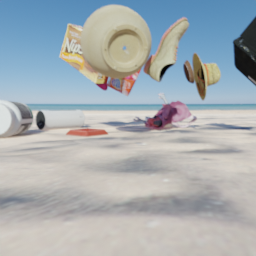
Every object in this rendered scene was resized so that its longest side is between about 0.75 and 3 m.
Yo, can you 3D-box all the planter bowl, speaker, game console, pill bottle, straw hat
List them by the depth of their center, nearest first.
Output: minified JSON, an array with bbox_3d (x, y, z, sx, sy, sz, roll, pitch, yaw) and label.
[{"bbox_3d":[-0.225,-2.401,8.138,2.163,2.163,1.456,-1,23,-16],"label":"planter bowl"},{"bbox_3d":[5.237,-2.591,10.153,1.533,2.634,2.317,-32,-36,2],"label":"game console"},{"bbox_3d":[-4.530,-0.357,10.535,1.327,1.327,2.347,0,3,-3],"label":"pill bottle"},{"bbox_3d":[3.275,-2.159,11.405,0.847,2.000,2.000,-12,3,4],"label":"straw hat"},{"bbox_3d":[-3.432,-0.420,14.239,0.969,0.969,2.385,4,6,43],"label":"speaker"}]

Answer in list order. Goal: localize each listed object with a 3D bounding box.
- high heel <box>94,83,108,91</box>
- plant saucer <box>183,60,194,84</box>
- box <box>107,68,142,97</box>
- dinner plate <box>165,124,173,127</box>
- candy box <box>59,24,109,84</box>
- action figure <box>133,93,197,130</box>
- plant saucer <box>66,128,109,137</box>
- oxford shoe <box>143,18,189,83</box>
[{"bbox_3d":[-1.658,-2.605,14.232,0.643,1.910,0.916,-24,23,12],"label":"high heel"},{"bbox_3d":[3.301,-3.040,15.389,0.231,1.339,1.339,-18,4,0],"label":"plant saucer"},{"bbox_3d":[-0.046,-2.904,14.507,1.224,1.172,2.456,26,41,-2],"label":"box"},{"bbox_3d":[1.777,-0.181,16.130,1.740,0.211,1.740,1,5,0],"label":"dinner plate"},{"bbox_3d":[-1.763,-3.203,12.060,2.713,1.566,0.750,39,29,31],"label":"candy box"},{"bbox_3d":[1.747,-0.394,13.939,1.961,2.180,2.928,-46,-9,36],"label":"action figure"},{"bbox_3d":[-1.612,0.169,11.037,1.237,0.227,1.239,3,5,38],"label":"plant saucer"},{"bbox_3d":[1.323,-2.356,8.680,0.760,2.058,0.728,46,31,23],"label":"oxford shoe"}]
